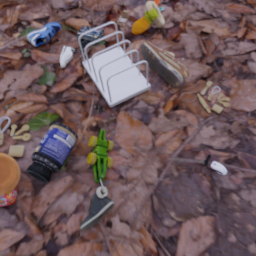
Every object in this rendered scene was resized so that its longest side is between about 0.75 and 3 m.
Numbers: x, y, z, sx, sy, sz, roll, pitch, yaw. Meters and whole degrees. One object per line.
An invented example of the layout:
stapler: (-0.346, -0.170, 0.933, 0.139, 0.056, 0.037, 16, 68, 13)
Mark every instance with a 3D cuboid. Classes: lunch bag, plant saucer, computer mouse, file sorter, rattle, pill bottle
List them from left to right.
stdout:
plant saucer: (-4.570, 1.580, 9.771, 1.574, 0.295, 1.574, 16, 57, -27)
lunch bag: (-4.764, 2.168, 10.239, 1.260, 0.586, 1.431, -9, 60, -5)
pill bottle: (-2.884, 0.946, 10.626, 1.179, 1.179, 2.108, 20, 61, 12)
file sorter: (-0.647, -2.878, 12.416, 2.071, 1.859, 2.985, -27, 62, -12)
rattle: (1.114, -6.025, 15.236, 1.505, 1.652, 2.312, 23, 40, -25)
computer mouse: (3.422, 1.464, 10.883, 0.949, 0.208, 0.521, 33, 63, 18)

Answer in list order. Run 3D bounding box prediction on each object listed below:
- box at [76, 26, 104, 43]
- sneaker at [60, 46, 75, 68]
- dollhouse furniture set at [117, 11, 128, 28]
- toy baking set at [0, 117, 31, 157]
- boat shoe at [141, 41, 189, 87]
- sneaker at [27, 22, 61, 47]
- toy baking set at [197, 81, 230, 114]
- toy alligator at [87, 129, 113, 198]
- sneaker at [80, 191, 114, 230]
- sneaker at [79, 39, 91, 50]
box: (-1.961, -4.865, 14.508, 1.197, 0.275, 0.952, 15, 49, 8)
sneaker: (-2.992, -3.454, 13.675, 0.533, 0.505, 1.323, 10, 61, -5)
dollhouse furniture set: (-0.320, -5.902, 15.158, 0.464, 0.396, 0.896, 14, 61, 8)
toy baking set: (-5.108, 0.446, 11.483, 2.439, 0.284, 1.872, 22, 59, 12)
boat shoe: (1.712, -3.094, 13.190, 1.011, 1.067, 2.817, -35, 74, -23)
sneaker: (-4.204, -4.737, 14.330, 1.837, 0.679, 0.756, -33, 63, -8)
toy baking set: (3.776, -1.338, 12.584, 1.301, 0.197, 1.695, -21, 62, -15)
toy alligator: (-1.129, 1.358, 10.673, 0.921, 0.667, 2.778, 18, 55, -27)
sneaker: (-1.258, 2.917, 9.897, 1.425, 0.533, 0.757, -36, 59, -28)
sneaker: (-2.147, -4.351, 14.128, 0.352, 0.500, 0.941, 18, 50, 11)
